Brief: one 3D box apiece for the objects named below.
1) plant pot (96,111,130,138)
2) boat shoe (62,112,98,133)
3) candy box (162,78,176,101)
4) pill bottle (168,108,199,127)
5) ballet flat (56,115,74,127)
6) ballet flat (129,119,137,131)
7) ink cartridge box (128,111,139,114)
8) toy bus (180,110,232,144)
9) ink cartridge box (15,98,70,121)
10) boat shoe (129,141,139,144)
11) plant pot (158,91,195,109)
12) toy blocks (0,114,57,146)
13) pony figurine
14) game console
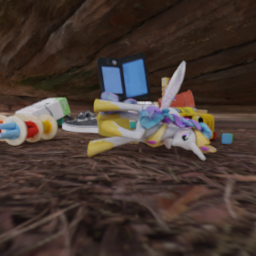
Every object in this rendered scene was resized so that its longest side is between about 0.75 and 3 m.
[{"bbox_3d":[-0.560,-0.178,10.123,1.129,1.103,1.096,-6,5,-6],"label":"plant pot"},{"bbox_3d":[-1.807,-0.271,12.202,2.643,0.896,0.948,3,5,35],"label":"boat shoe"},{"bbox_3d":[2.006,-1.877,13.801,0.646,1.108,0.313,-2,0,-31],"label":"candy box"},{"bbox_3d":[1.705,-0.198,10.066,1.917,1.074,1.074,-4,6,-41],"label":"pill bottle"},{"bbox_3d":[-3.600,-0.422,15.648,0.869,0.864,2.541,8,9,-31],"label":"ballet flat"},{"bbox_3d":[0.095,-0.049,12.188,0.601,0.711,1.881,35,-15,-38],"label":"ballet flat"},{"bbox_3d":[-0.041,-0.559,16.495,1.454,0.842,2.503,3,4,32],"label":"ink cartridge box"},{"bbox_3d":[2.267,-0.089,8.845,1.719,0.941,1.822,2,5,-16],"label":"toy bus"},{"bbox_3d":[-4.316,-0.761,14.282,1.561,0.902,2.146,3,26,40],"label":"ink cartridge box"},{"bbox_3d":[0.040,0.318,8.383,0.257,0.284,0.797,-2,6,-31],"label":"boat shoe"},{"bbox_3d":[3.304,-1.327,19.579,2.220,2.282,2.282,-8,4,2],"label":"plant pot"},{"bbox_3d":[-3.562,0.037,8.366,1.943,0.846,2.331,2,5,18],"label":"toy blocks"},{"bbox_3d":[0.560,-0.209,6.606,2.655,2.211,2.563,4,36,3],"label":"pony figurine"},{"bbox_3d":[-0.148,-1.541,8.598,1.309,1.489,0.866,-3,-9,-35],"label":"game console"}]
